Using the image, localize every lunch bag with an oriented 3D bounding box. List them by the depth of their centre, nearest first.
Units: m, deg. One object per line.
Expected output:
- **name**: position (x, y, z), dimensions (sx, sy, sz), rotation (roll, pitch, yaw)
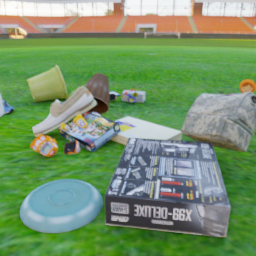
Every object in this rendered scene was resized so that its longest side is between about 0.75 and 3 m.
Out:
- **lunch bag**: position (2.622, -0.270, 7.869), dimensions (1.264, 1.521, 1.814), rotation (25, -9, -34)

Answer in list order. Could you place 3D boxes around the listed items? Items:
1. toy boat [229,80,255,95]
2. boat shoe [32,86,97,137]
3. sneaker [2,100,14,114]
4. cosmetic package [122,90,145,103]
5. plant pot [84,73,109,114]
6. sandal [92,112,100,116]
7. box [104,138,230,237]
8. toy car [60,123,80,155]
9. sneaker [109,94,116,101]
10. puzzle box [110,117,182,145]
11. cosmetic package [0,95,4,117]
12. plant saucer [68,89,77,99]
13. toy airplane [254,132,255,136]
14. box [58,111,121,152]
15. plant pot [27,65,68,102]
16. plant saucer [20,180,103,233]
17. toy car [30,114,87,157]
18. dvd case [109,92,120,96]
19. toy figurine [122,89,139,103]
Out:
- **toy boat**: position (4.923, -1.238, 11.708), dimensions (1.545, 1.548, 2.368), rotation (-1, 21, -1)
- **boat shoe**: position (-2.341, -0.587, 9.809), dimensions (2.417, 0.827, 0.903), rotation (-32, 16, -10)
- **sneaker**: position (-5.509, -0.943, 12.405), dimensions (1.166, 0.520, 0.458), rotation (14, 25, 31)
- **cosmetic package**: position (0.285, -1.598, 14.220), dimensions (1.109, 0.500, 0.592), rotation (10, 23, 16)
- **plant pot**: position (-1.349, -1.560, 11.976), dimensions (1.363, 1.363, 1.458), rotation (5, 62, 13)
- **sandal**: position (-1.214, -0.381, 10.799), dimensions (0.320, 0.530, 1.303), rotation (-30, 36, -34)
- **box**: position (0.909, 1.139, 6.548), dimensions (2.327, 0.734, 2.950), rotation (3, 21, 8)
- **toy car**: position (-1.388, 0.246, 6.992), dimensions (0.335, 0.493, 1.006), rotation (25, 41, -43)
- **sneaker**: position (-1.186, -1.527, 14.245), dimensions (1.259, 0.443, 0.589), rotation (-1, 0, 8)
- **puzzle box**: position (0.361, 0.190, 9.675), dimensions (2.492, 0.317, 1.658), rotation (18, 27, 39)
- **cosmetic package**: position (-6.864, -0.841, 11.393), dimensions (2.939, 1.088, 1.494), rotation (1, 20, 7)
- **plant saucer**: position (-2.376, -1.874, 15.127), dimensions (1.396, 0.335, 1.398), rotation (5, 21, 12)
- **toy airplane**: position (4.601, 0.362, 8.265), dimensions (1.391, 0.986, 1.397), rotation (8, 19, 9)
- **box**: position (-1.333, 0.063, 9.456), dimensions (1.862, 0.351, 1.271), rotation (20, 47, 42)
- **plant pot**: position (-4.102, -2.070, 14.079), dimensions (1.627, 1.770, 1.770), rotation (-20, 26, -17)
- **plant saucer**: position (-1.440, 1.587, 6.106), dimensions (1.764, 0.242, 1.764), rotation (0, 21, 0)
- **toy car**: position (-1.984, 0.203, 8.401), dimensions (1.833, 0.899, 0.610), rotation (-42, 70, -16)
- **dvd case**: position (-0.887, -1.849, 15.435), dimensions (0.587, 0.072, 0.822), rotation (-11, 23, -27)
- **toy figurine**: position (0.259, -1.488, 13.716), dimensions (1.029, 0.617, 0.543), rotation (-1, 47, 43)
